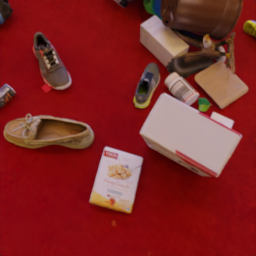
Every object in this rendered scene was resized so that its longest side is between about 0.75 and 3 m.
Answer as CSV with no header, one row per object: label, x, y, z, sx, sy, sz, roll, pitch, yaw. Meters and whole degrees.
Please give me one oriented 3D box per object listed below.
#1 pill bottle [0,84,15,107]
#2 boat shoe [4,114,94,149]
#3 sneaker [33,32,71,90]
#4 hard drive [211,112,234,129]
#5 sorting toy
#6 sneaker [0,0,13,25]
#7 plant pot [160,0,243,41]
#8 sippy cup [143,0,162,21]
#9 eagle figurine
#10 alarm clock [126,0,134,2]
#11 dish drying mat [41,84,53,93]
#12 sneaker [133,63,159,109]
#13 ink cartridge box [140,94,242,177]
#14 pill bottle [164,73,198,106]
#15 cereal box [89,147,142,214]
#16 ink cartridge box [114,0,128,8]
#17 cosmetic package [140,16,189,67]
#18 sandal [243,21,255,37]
pill bottle,-4.497,-1.069,9.927,0.486,0.486,0.916,34,71,14
boat shoe,-2.647,0.049,9.181,2.995,0.939,1.098,1,66,1
sneaker,-2.892,-2.451,10.149,0.915,0.972,2.374,-30,74,-16
hard drive,3.046,0.100,9.595,0.764,0.147,1.158,26,69,11
sorting toy,3.122,-1.419,10.175,2.083,0.307,1.540,-32,74,-16
sneaker,-5.767,-5.279,11.480,1.403,0.968,2.521,-41,76,-10
plant pot,2.376,-4.229,9.635,2.129,2.151,2.151,1,65,-16
sippy cup,1.834,-5.344,11.260,2.218,1.742,1.625,18,55,-5
eagle figurine,2.626,-2.842,10.139,2.328,1.757,1.767,1,42,17
alarm clock,0.479,-5.785,10.998,0.995,2.016,2.989,49,36,-21
dish drying mat,-2.817,-1.616,10.394,0.795,0.072,0.305,-40,73,-17
sneaker,0.709,-1.609,10.011,0.687,0.753,1.859,15,67,7
ink cartridge box,1.632,0.377,7.922,2.121,2.920,1.217,29,85,12
pill bottle,1.877,-1.361,9.953,0.665,0.665,1.168,-34,70,-14
cereal box,-0.350,1.600,8.677,1.282,0.352,1.781,17,67,-9
ink cartridge box,-0.614,-6.003,11.897,0.341,0.869,1.836,-34,63,27
cosmetic package,1.309,-3.166,10.562,0.791,1.004,1.866,-37,73,-14
sandal,5.389,-3.734,11.035,0.716,0.654,1.645,-30,71,-17
